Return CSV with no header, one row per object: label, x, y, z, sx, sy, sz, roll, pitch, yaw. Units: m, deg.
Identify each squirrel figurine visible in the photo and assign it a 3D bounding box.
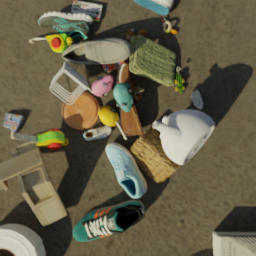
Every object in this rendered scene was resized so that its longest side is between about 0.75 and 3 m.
squirrel figurine,0.377,-3.824,12.013,0.956,0.676,0.892,-30,73,-18

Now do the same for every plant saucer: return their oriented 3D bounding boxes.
plant saucer,-1.991,-0.728,11.710,1.604,0.259,1.604,0,82,0

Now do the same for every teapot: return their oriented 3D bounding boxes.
teapot,1.935,0.128,10.138,1.619,2.216,2.188,40,66,21

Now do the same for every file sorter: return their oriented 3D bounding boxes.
file sorter,-2.352,-1.749,11.007,1.112,1.603,0.998,40,101,-22

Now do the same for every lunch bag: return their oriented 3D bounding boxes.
lunch bag,-0.792,-3.057,11.889,1.093,0.508,1.241,-16,83,-2

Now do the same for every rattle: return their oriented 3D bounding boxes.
rattle,1.789,-4.481,12.218,0.540,0.492,0.756,-12,56,-13

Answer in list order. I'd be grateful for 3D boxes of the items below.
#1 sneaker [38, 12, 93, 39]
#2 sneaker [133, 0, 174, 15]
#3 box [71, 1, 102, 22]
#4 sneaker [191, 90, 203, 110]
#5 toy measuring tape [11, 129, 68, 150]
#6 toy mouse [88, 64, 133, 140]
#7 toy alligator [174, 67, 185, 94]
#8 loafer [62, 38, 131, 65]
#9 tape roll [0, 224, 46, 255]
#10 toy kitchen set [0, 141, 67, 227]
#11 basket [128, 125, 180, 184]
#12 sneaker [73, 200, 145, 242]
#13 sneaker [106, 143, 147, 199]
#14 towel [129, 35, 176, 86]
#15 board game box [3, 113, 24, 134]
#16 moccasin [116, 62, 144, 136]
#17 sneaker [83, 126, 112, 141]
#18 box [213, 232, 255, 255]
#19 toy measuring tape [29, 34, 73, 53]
sneaker,-2.674,-4.272,11.909,2.295,0.890,1.047,1,86,2
sneaker,0.931,-5.807,12.163,2.208,0.845,0.892,30,77,-3
box,-1.824,-5.127,12.312,1.287,0.223,0.708,11,82,1
sneaker,2.889,-1.153,11.605,0.399,0.379,0.992,33,42,-27
toy measuring tape,-3.197,0.361,10.690,0.862,2.342,0.862,-12,71,39
toy mouse,-0.698,-1.322,10.864,2.831,0.548,2.516,43,125,30
toy alligator,2.135,-1.988,11.771,0.385,0.279,1.160,-10,104,-15
loafer,-1.273,-2.920,11.051,2.953,1.031,1.033,2,118,30
tape roll,-4.604,5.131,10.552,2.826,0.988,2.826,0,82,1
toy kitchen set,-3.975,2.296,10.847,2.058,2.276,2.522,-23,43,-14
basket,1.184,0.998,11.301,1.926,1.435,1.374,41,51,5
sneaker,-0.773,3.563,10.648,2.983,1.192,1.065,-23,84,-2
sneaker,-0.139,1.649,10.902,0.898,0.995,2.428,-40,83,20
towel,1.018,-2.705,11.403,2.235,0.408,1.658,15,74,-29
board game box,-4.795,-0.171,11.627,0.795,0.245,0.794,9,83,3
moccasin,0.134,-1.172,11.297,1.148,1.088,2.975,-6,82,6
sneaker,-1.242,0.225,11.465,1.198,0.484,0.458,-20,82,-3
box,4.666,4.585,10.651,2.663,0.911,1.094,0,81,-1
toy measuring tape,-3.251,-3.494,11.819,2.059,0.757,0.757,-1,82,19
